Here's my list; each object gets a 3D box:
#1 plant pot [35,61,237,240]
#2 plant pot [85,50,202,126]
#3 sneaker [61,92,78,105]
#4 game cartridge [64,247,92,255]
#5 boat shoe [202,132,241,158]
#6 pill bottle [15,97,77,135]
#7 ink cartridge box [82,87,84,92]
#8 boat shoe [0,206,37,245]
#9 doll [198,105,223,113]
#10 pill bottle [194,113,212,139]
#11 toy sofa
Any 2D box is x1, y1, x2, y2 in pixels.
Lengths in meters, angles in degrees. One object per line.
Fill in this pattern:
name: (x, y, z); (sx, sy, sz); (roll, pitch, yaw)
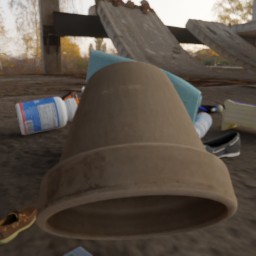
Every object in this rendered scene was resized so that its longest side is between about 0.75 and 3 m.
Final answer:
plant pot: (0.031, 0.290, 4.069); (2.511, 2.190, 2.511); (-4, -30, -2)
plant pot: (0.544, -0.476, 8.109); (2.881, 2.821, 2.829); (12, 10, 13)
sneaker: (-2.397, -1.176, 14.056); (2.235, 1.252, 0.867); (-5, 16, -20)
game cartridge: (-0.846, 2.072, 3.980); (0.606, 0.184, 0.909); (18, 23, 41)
boat shoe: (2.471, 0.598, 8.466); (2.433, 0.693, 0.813); (-9, 17, -31)
pill bottle: (-3.232, -0.548, 11.287); (2.265, 1.271, 1.271); (-13, 19, -23)
ink cartridge box: (-2.297, -2.093, 17.984); (1.607, 1.006, 1.033); (1, 15, 0)
boat shoe: (-2.013, 1.676, 5.086); (0.370, 0.347, 1.028); (5, 16, 18)
doll: (4.228, -1.032, 15.076); (1.870, 0.453, 1.276); (3, 6, -14)
pill bottle: (2.617, -0.013, 10.463); (0.688, 0.688, 1.266); (10, 33, 32)
toy sofa: (5.099, -0.364, 10.935); (1.116, 1.315, 2.695); (-12, 18, -38)
